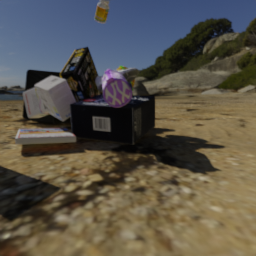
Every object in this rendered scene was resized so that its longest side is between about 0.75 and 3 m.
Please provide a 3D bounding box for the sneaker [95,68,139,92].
[{"bbox_3d":[-0.418,-1.856,9.980,1.627,0.572,0.652,-21,53,-10],"label":"sneaker"}]

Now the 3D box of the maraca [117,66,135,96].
[{"bbox_3d":[-0.090,-1.795,10.885,0.783,1.003,1.463,-19,52,-9],"label":"maraca"}]

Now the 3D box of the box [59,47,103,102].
[{"bbox_3d":[-1.714,-1.728,11.003,0.657,2.127,2.663,-10,33,10],"label":"box"}]

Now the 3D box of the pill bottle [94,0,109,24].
[{"bbox_3d":[-0.900,-4.109,9.816,0.427,0.757,0.427,14,36,-10],"label":"pill bottle"}]

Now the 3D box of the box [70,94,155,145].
[{"bbox_3d":[-0.422,-0.368,8.841,2.088,1.087,1.901,5,17,23],"label":"box"}]

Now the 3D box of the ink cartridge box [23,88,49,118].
[{"bbox_3d":[-3.276,-1.068,10.919,1.478,1.070,0.621,-16,-5,26],"label":"ink cartridge box"}]

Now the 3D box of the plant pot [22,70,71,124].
[{"bbox_3d":[-3.219,-1.258,12.938,2.050,2.305,2.311,25,21,38],"label":"plant pot"}]

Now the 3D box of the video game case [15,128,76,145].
[{"bbox_3d":[-2.353,0.207,7.918,1.465,0.179,2.049,-2,7,-19],"label":"video game case"}]

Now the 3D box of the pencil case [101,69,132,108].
[{"bbox_3d":[-0.395,-1.184,8.100,0.831,0.846,1.980,-37,17,4],"label":"pencil case"}]

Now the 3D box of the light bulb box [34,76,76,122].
[{"bbox_3d":[-2.423,-1.022,9.557,0.752,1.205,1.194,-36,35,-24],"label":"light bulb box"}]
